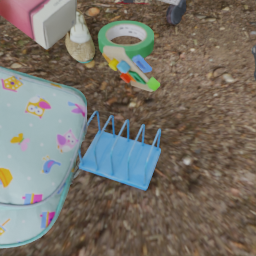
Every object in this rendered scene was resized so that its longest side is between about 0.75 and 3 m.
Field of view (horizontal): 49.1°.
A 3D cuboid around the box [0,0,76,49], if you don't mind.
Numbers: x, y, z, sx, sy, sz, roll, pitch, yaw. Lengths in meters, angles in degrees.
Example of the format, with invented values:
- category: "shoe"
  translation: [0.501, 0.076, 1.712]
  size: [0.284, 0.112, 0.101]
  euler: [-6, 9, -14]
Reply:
- category: "box"
  translation: [-2.283, -2.996, 6.722]
  size: [1.801, 0.981, 1.151]
  euler: [36, 67, 6]

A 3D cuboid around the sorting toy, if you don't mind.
- category: "sorting toy"
  translation: [-0.034, -0.818, 4.008]
  size: [0.183, 0.755, 1.342]
  euler: [-47, 31, -6]

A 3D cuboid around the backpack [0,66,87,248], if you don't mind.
- category: "backpack"
  translation: [-1.595, 0.363, 3.587]
  size: [1.946, 1.697, 2.214]
  euler: [17, 81, -25]

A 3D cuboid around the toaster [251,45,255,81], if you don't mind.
- category: "toaster"
  translation: [3.111, -1.200, 5.271]
  size: [1.066, 0.937, 1.650]
  euler: [-13, 22, 10]

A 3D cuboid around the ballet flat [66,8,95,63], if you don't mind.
- category: "ballet flat"
  translation: [-1.864, -3.480, 10.125]
  size: [0.988, 0.914, 2.801]
  euler: [-14, 51, -14]

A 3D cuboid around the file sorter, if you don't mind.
- category: "file sorter"
  translation: [-0.181, 0.466, 6.638]
  size: [1.737, 1.066, 1.205]
  euler: [16, 52, 13]

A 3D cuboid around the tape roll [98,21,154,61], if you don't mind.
- category: "tape roll"
  translation: [-0.069, -3.190, 10.171]
  size: [1.997, 0.480, 1.997]
  euler: [0, 49, 1]

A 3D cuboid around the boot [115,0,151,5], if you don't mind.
- category: "boot"
  translation: [-0.177, -3.555, 6.317]
  size: [1.809, 1.362, 0.662]
  euler: [-6, 23, -22]

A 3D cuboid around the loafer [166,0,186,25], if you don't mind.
- category: "loafer"
  translation: [1.863, -4.715, 11.466]
  size: [0.608, 0.694, 1.930]
  euler: [4, 40, 28]

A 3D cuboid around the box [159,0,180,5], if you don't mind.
- category: "box"
  translation: [1.343, -4.219, 6.883]
  size: [0.628, 2.087, 1.218]
  euler: [8, 77, -10]
